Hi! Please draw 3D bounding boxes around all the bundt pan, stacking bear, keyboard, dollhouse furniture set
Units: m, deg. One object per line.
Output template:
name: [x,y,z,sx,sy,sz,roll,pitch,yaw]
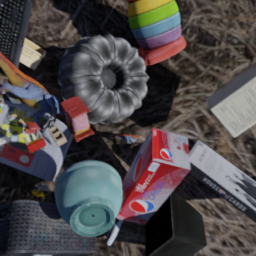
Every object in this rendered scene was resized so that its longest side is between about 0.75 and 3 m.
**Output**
bundt pan: [-0.524,-1.351,7.637,2.594,0.973,2.594,0,89,-29]
stacking bear: [0.593,-3.543,8.222,1.612,1.722,2.835,-24,115,-3]
keyboard: [-3.398,-2.582,7.343,1.506,0.244,2.369,31,122,3]
dollhouse furniture set: [-1.709,0.021,6.763,1.631,0.878,0.663,-28,53,-20]

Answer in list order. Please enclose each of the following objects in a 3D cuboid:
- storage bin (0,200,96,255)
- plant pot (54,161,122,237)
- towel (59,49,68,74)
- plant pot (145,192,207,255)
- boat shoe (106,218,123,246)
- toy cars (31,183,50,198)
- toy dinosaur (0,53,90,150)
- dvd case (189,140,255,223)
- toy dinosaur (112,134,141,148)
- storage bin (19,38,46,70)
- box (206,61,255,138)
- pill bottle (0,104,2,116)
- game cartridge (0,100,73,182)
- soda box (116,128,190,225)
storage bin: [-2.087,2.613,6.932,1.596,2.361,1.107,-25,57,35]
plant pot: [-0.796,1.607,5.948,1.524,1.021,1.524,-5,117,-11]
towel: [-1.742,-1.954,8.494,0.564,0.147,0.852,21,99,14]
plant pot: [1.343,2.832,7.760,1.249,1.407,1.404,22,38,-15]
boat shoe: [-0.480,2.788,8.348,0.582,0.454,1.283,24,62,9]
toy cars: [-2.554,1.827,8.285,0.407,0.909,0.201,44,42,-4]
toy dinosaur: [-2.271,-0.825,7.747,2.671,1.546,2.944,-1,90,-41]
dvd case: [2.809,1.466,7.803,2.697,2.027,0.334,37,112,13]
toy dinosaur: [-0.101,0.313,8.385,0.741,0.428,0.816,42,53,-19]
storage bin: [-3.239,-2.422,8.771,1.125,1.133,0.531,31,104,-23]
box: [3.179,-0.909,6.901,2.266,0.881,1.076,-37,105,21]
pill bottle: [-4.201,0.119,7.642,1.128,1.128,2.001,1,66,0]
game cartridge: [-3.322,0.272,8.804,2.942,0.601,1.958,20,76,5]
soda box: [0.516,1.385,7.317,0.946,2.983,1.044,15,45,-11]
